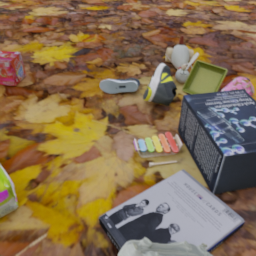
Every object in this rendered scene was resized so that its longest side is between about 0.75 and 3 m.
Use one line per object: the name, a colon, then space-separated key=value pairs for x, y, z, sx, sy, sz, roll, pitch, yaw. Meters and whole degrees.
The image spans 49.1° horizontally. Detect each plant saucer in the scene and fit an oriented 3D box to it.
plant saucer: x=3.000 y=-1.806 z=10.938 sx=1.356 sy=1.358 sz=0.325 roll=29 pitch=7 yaw=32

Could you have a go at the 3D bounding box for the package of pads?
package of pads: x=-4.286 y=1.318 z=6.838 sx=2.308 sy=1.019 sz=2.988 roll=-27 pitch=45 yaw=-31

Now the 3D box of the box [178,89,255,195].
box: x=2.840 y=0.251 z=7.864 sx=2.013 sy=1.452 sz=2.712 roll=-7 pitch=39 yaw=-10

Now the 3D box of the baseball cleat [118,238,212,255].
baseball cleat: x=0.682 y=2.597 z=5.009 sx=2.262 sy=1.204 sz=0.789 roll=22 pitch=15 yaw=-23

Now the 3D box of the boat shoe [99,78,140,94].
boat shoe: x=-0.310 y=-1.700 z=11.221 sx=1.572 sy=0.556 sz=0.714 roll=4 pitch=21 yaw=12

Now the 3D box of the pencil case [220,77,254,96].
pencil case: x=3.703 y=-1.063 z=10.050 sx=2.169 sy=0.938 sz=0.898 roll=-35 pitch=88 yaw=-36

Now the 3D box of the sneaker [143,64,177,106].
sneaker: x=1.353 y=-1.579 z=10.839 sx=1.127 sy=0.992 sz=2.664 roll=28 pitch=39 yaw=0

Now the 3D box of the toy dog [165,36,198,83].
toy dog: x=2.418 y=-3.134 z=12.368 sx=1.767 sy=1.291 sz=2.680 roll=-11 pitch=39 yaw=-13

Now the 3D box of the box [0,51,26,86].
box: x=-5.621 y=-2.534 z=11.751 sx=2.208 sy=1.101 sz=1.054 roll=6 pitch=38 yaw=7

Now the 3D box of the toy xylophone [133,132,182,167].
toy xylophone: x=0.916 y=0.624 z=8.275 sx=1.444 sy=0.363 sz=1.057 roll=-11 pitch=39 yaw=-14

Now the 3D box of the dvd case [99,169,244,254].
dvd case: x=0.967 y=2.140 z=6.346 sx=2.648 sy=0.327 sz=1.990 roll=-22 pitch=43 yaw=-27
